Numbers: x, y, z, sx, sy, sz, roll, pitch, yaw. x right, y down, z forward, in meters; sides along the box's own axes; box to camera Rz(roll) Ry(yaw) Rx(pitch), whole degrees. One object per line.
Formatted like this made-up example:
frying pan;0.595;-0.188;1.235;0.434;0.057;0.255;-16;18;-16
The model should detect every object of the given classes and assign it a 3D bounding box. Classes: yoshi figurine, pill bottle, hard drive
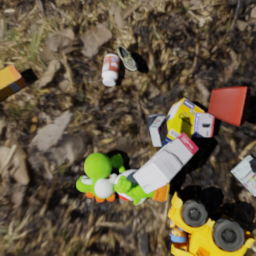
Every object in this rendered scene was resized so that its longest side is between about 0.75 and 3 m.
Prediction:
yoshi figurine;-0.213;1.517;9.134;2.967;1.668;1.661;0;63;2
pill bottle;-0.671;-2.215;10.839;0.621;0.621;1.107;5;72;2
hard drive;0.920;-0.183;9.281;0.182;0.862;0.581;24;112;36

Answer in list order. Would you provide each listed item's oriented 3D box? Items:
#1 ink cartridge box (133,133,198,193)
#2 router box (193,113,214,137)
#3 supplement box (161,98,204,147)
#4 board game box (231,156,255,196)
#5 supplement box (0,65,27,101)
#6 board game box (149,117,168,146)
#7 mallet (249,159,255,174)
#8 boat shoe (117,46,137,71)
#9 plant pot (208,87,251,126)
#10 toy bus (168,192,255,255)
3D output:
ink cartridge box;1.088;1.024;8.187;0.694;1.208;1.664;50;52;4
router box;2.562;-0.094;9.473;0.725;0.197;0.808;0;100;-31
supplement box;1.778;-0.042;9.845;0.909;0.904;1.660;33;74;-8
board game box;4.279;1.651;9.667;0.831;0.362;1.127;-39;74;-11
supplement box;-4.998;-1.465;10.545;2.139;0.736;0.712;-33;74;-12
board game box;0.855;0.083;7.628;0.241;0.554;0.751;-2;26;25
mallet;4.797;1.311;9.645;1.430;0.294;0.471;2;67;-21
boat shoe;-0.062;-2.595;10.431;0.390;0.326;1.090;-35;71;0
plant pot;2.942;-0.684;8.196;0.949;1.076;1.077;12;99;29
toy bus;2.108;3.471;8.530;2.489;1.689;2.390;28;89;12
